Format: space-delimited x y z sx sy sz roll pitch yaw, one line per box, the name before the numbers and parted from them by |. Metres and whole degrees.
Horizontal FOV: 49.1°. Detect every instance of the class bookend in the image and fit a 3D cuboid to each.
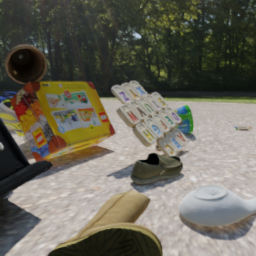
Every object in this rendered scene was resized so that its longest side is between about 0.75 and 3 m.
bookend | -2.983 0.088 4.085 1.332 2.873 2.891 -32 1 15

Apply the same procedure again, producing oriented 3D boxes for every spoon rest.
spoon rest | 1.909 1.265 4.985 2.146 0.651 1.066 -15 12 -18

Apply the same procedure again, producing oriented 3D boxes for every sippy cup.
sippy cup | 2.236 -0.314 12.943 1.256 1.714 1.346 -11 48 -2

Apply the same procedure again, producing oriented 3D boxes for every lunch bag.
lunch bag | -6.058 -1.019 15.192 2.754 1.822 1.871 4 10 21

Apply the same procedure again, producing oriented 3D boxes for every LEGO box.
LEGO box | -1.981 -0.330 9.160 1.104 2.130 2.860 -30 -9 32

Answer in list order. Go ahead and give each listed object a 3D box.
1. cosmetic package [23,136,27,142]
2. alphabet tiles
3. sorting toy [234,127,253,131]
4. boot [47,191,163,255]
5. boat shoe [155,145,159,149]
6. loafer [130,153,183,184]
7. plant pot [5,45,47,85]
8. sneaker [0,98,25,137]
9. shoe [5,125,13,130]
cosmetic package | -3.244 -0.390 11.669 1.657 1.668 1.993 0 8 1
alphabet tiles | 0.803 -0.396 9.216 0.217 2.910 2.975 -44 -8 31
sorting toy | 5.729 0.051 13.946 0.896 0.122 0.505 2 13 11
boot | -0.051 1.268 3.776 1.512 0.571 1.726 -15 2 24
boat shoe | 1.234 0.553 10.085 0.374 0.306 1.014 4 10 26
loafer | 0.767 0.903 6.811 1.638 0.570 0.616 -11 21 -42
plant pot | -3.060 -1.944 8.185 1.121 1.121 0.978 -5 30 -31
sneaker | -3.334 -0.082 9.743 2.511 0.959 0.947 34 17 -30
shoe | -6.186 -0.221 13.914 1.814 0.634 0.484 3 8 10
